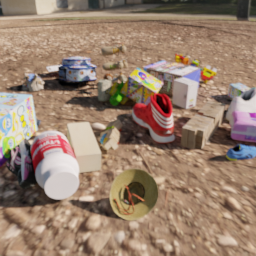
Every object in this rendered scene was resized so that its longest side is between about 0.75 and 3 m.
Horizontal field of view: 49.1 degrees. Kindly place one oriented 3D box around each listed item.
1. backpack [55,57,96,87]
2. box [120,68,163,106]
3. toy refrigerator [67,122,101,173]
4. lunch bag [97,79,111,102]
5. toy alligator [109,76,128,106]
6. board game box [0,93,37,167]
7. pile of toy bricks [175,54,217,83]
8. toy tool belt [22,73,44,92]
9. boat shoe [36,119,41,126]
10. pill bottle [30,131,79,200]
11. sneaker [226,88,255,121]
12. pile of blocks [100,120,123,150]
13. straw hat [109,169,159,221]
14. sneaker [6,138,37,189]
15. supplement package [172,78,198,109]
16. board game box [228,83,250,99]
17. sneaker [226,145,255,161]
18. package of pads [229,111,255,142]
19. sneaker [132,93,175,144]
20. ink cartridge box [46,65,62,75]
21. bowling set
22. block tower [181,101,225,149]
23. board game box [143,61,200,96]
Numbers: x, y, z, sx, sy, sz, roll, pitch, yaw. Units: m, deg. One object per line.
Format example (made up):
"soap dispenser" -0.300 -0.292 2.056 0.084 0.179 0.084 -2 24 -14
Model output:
"backpack" -2.682 -3.129 15.411 1.923 1.556 2.019 24 34 37
"box" 0.665 -1.902 13.211 1.489 0.943 1.546 32 32 0
"toy refrigerator" -1.506 0.612 9.306 0.787 0.725 2.073 -6 30 -18
"lunch bag" -1.156 -1.804 13.417 0.657 0.916 1.117 6 18 2
"toy alligator" -0.496 -1.740 13.667 0.835 0.764 2.815 37 27 -16
"board game box" -4.504 0.038 9.508 1.522 1.495 2.903 5 28 9
"pile of toy bricks" 3.571 -3.065 15.984 2.575 1.429 1.271 31 67 20
"toy tool belt" -5.173 -2.597 15.090 0.958 0.942 1.534 -22 35 -35
"boat shoe" -3.819 -0.262 11.415 0.425 0.331 0.936 24 2 -23
"pill bottle" -2.084 1.031 7.988 1.173 1.173 2.089 -11 30 -20
"sneaker" 5.402 -1.166 12.020 2.918 1.291 1.098 -21 33 -34
"pile of blocks" -0.598 0.372 10.027 0.706 0.534 1.719 -25 24 24
"straw hat" 0.148 1.690 7.233 1.291 1.291 0.546 3 -10 6
"sneaker" -3.226 1.177 8.428 0.814 0.757 1.886 -30 36 0
"supplement package" 2.630 -1.613 12.985 0.649 1.170 0.912 -19 33 -32
"board game box" 5.531 -1.677 13.694 0.632 0.621 1.206 -8 29 -15
"sneaker" 3.816 0.760 9.215 1.206 0.473 0.398 -7 38 -15
"package of pads" 4.891 0.001 10.314 2.155 0.815 1.298 7 29 14
"sneaker" 1.011 -0.757 10.840 1.122 1.654 2.864 -12 31 -23
"ink cartridge box" -3.980 -3.527 17.347 1.966 0.495 1.071 -13 31 -20
"bowling set" -0.639 -2.947 14.837 1.317 2.454 1.708 -6 52 1
"block tower" 2.919 -0.156 10.687 0.757 0.810 2.802 17 34 28
"board game box" 2.302 -2.664 14.973 2.396 1.160 1.910 22 35 35
